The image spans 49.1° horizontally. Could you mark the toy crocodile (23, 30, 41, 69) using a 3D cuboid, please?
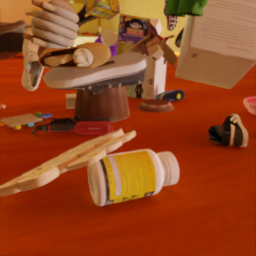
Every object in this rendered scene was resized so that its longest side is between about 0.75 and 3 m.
[{"bbox_3d":[-3.252,-2.512,9.680,0.576,1.707,0.527,3,14,-31],"label":"toy crocodile"}]

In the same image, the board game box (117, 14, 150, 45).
[{"bbox_3d":[0.190,-3.302,9.464,1.062,0.878,0.301,4,-4,-10],"label":"board game box"}]

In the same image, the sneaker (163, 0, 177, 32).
[{"bbox_3d":[1.766,-4.818,11.974,0.540,1.338,0.558,-12,16,-42],"label":"sneaker"}]

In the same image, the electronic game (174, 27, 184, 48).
[{"bbox_3d":[2.435,-3.482,9.653,1.981,0.412,1.981,-35,-9,-6],"label":"electronic game"}]

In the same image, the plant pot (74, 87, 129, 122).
[{"bbox_3d":[-1.099,-1.748,11.488,2.337,2.500,2.337,0,19,0],"label":"plant pot"}]

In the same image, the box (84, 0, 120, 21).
[{"bbox_3d":[-0.676,-3.261,7.065,0.760,0.789,0.481,-2,-8,-44],"label":"box"}]

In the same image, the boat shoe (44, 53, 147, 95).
[{"bbox_3d":[-0.788,-1.268,7.267,2.624,0.869,0.917,-14,42,-5],"label":"boat shoe"}]

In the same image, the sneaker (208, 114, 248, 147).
[{"bbox_3d":[3.130,-0.002,9.193,1.072,0.700,1.916,3,21,5],"label":"sneaker"}]

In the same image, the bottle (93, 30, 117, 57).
[{"bbox_3d":[-0.728,-2.414,8.623,0.608,0.778,1.862,-37,3,-14],"label":"bottle"}]

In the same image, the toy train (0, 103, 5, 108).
[{"bbox_3d":[-6.115,-0.992,12.744,0.664,0.246,0.883,13,22,33],"label":"toy train"}]

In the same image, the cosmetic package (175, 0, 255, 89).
[{"bbox_3d":[2.403,-2.456,7.624,1.723,2.059,1.713,13,-15,2],"label":"cosmetic package"}]

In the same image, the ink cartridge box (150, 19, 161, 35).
[{"bbox_3d":[1.219,-4.874,13.734,0.611,0.627,0.975,9,55,23],"label":"ink cartridge box"}]

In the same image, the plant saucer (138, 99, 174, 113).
[{"bbox_3d":[1.277,-1.059,12.873,1.655,0.303,1.655,-1,19,0],"label":"plant saucer"}]

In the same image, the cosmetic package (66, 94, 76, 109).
[{"bbox_3d":[-2.137,-1.279,13.118,1.492,0.545,0.772,-4,20,-10],"label":"cosmetic package"}]

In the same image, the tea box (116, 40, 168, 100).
[{"bbox_3d":[0.449,-3.225,15.015,2.839,2.886,1.928,10,22,21],"label":"tea box"}]

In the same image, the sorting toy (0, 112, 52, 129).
[{"bbox_3d":[-4.007,-0.211,10.446,2.277,0.310,1.282,-15,20,-37],"label":"sorting toy"}]

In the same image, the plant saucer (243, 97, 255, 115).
[{"bbox_3d":[6.028,-0.891,12.052,2.026,0.514,2.026,-1,19,0],"label":"plant saucer"}]

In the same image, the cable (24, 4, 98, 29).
[{"bbox_3d":[-1.735,-3.150,8.363,2.842,1.380,0.715,-10,11,21],"label":"cable"}]

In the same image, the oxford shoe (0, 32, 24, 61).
[{"bbox_3d":[-3.861,-2.480,8.828,2.021,0.721,0.720,-15,-14,-13],"label":"oxford shoe"}]

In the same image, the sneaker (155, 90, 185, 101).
[{"bbox_3d":[2.111,-1.641,14.141,1.711,0.564,0.671,-13,19,-32],"label":"sneaker"}]

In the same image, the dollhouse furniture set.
[{"bbox_3d":[0.637,-1.803,7.623,1.528,1.085,1.211,29,37,-46],"label":"dollhouse furniture set"}]

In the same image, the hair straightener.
[{"bbox_3d":[-1.956,-0.056,9.832,2.813,0.576,1.082,-6,19,-4],"label":"hair straightener"}]

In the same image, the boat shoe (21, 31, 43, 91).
[{"bbox_3d":[-2.623,-1.902,7.918,0.604,1.705,0.591,1,5,-37],"label":"boat shoe"}]

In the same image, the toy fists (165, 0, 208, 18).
[{"bbox_3d":[1.404,-3.072,6.466,0.618,0.916,1.796,5,19,-12],"label":"toy fists"}]

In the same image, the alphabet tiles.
[{"bbox_3d":[-1.323,0.672,6.180,2.812,0.210,2.875,-19,6,34],"label":"alphabet tiles"}]

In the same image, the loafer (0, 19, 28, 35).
[{"bbox_3d":[-4.798,-3.650,10.366,2.160,0.752,0.812,-20,5,-8],"label":"loafer"}]

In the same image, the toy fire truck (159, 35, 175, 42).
[{"bbox_3d":[1.475,-3.655,11.643,0.723,0.821,0.528,-3,49,-49],"label":"toy fire truck"}]

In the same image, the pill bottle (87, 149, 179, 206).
[{"bbox_3d":[0.115,0.983,5.905,1.790,0.996,0.996,-8,21,-19],"label":"pill bottle"}]

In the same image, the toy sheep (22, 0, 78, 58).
[{"bbox_3d":[-1.730,-2.382,6.583,1.203,1.745,1.203,22,15,-6],"label":"toy sheep"}]

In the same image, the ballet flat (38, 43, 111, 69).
[{"bbox_3d":[-1.141,-1.419,5.791,1.575,0.541,0.496,-2,29,19],"label":"ballet flat"}]
